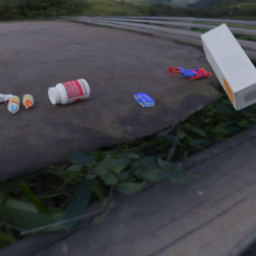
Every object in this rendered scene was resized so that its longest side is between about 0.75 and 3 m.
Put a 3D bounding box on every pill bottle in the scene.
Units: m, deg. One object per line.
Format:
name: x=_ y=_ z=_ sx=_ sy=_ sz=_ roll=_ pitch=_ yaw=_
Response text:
pill bottle: x=-2.850 y=-1.700 z=13.487 sx=1.782 sy=1.001 sz=1.001 roll=-19 pitch=33 yaw=-33

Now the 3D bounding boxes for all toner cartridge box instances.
toner cartridge box: x=0.769 y=-1.369 z=13.652 sx=0.570 sy=0.259 sz=1.199 roll=-10 pitch=29 yaw=-17

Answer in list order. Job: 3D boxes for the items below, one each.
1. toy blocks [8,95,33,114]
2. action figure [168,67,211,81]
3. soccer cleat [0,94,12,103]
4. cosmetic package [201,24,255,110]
toy blocks: x=-4.914 y=-1.056 z=12.834 sx=1.087 sy=0.474 sz=1.304 roll=-8 pitch=29 yaw=-14
action figure: x=3.762 y=-3.248 z=16.825 sx=2.671 sy=0.690 sz=0.874 roll=-1 pitch=33 yaw=-12
soccer cleat: x=-6.128 y=-1.471 z=13.603 sx=0.393 sy=0.487 sz=1.144 roll=19 pitch=34 yaw=31
cosmetic package: x=3.436 y=-2.039 z=9.376 sx=0.921 sy=1.311 sz=2.586 roll=-25 pitch=58 yaw=13
